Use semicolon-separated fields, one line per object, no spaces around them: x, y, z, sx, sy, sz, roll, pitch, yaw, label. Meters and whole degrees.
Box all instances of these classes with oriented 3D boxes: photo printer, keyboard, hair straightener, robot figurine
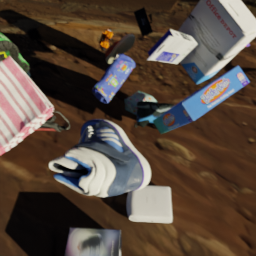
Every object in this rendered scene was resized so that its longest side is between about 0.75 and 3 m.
0.617;2.275;8.417;1.338;0.465;1.114;3;46;2;photo printer
0.735;-4.549;11.952;0.689;1.148;0.147;-19;0;17;keyboard
-3.439;-0.262;10.551;2.534;0.975;0.518;6;36;6;hair straightener
-0.754;-2.939;9.273;0.309;0.770;1.062;19;13;-17;robot figurine

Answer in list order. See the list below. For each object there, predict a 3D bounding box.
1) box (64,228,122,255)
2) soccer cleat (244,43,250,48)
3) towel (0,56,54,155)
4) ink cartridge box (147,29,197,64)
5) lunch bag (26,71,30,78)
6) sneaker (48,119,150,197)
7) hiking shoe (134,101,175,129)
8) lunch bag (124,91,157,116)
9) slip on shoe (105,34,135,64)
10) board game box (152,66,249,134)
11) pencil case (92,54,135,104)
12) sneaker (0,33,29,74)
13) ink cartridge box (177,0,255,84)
-0.893;3.367;7.088;1.366;0.849;1.378;1;45;3;box
5.998;-4.789;15.351;1.375;0.503;0.469;29;52;26;soccer cleat
-2.763;-0.248;5.511;2.183;0.326;1.597;-40;79;-10;towel
1.380;-2.606;9.089;2.091;1.040;0.410;-13;66;-54;ink cartridge box
-5.293;-2.290;12.813;1.283;0.617;1.600;9;46;5;lunch bag
-1.017;0.544;6.780;2.137;1.176;2.918;7;24;-43;sneaker
1.360;-0.436;10.935;2.374;1.029;0.883;6;11;-19;hiking shoe
0.540;-0.941;11.460;1.092;0.666;0.930;30;52;33;lunch bag
-0.365;-3.032;10.484;0.645;1.742;0.533;-8;78;-34;slip on shoe
1.993;-0.712;8.351;1.988;2.614;0.588;-33;89;-15;board game box
-0.439;-1.485;8.242;0.615;0.685;1.577;14;66;53;pencil case
-3.945;-2.360;9.265;0.857;2.197;0.936;-34;77;-19;sneaker
2.954;-3.203;9.959;1.154;2.741;1.982;-27;78;-32;ink cartridge box
